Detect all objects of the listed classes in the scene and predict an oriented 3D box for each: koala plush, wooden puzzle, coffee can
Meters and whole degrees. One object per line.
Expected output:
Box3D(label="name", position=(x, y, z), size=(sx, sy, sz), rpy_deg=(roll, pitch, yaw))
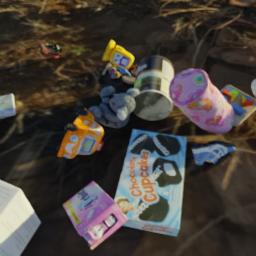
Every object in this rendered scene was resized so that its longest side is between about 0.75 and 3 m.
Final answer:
Box3D(label="koala plush", position=(-0.224, -0.573, 7.518), size=(1.131, 1.230, 1.091), rpy_deg=(38, 61, -18))
Box3D(label="wooden puzzle", position=(3.170, -0.763, 8.490), size=(1.307, 0.303, 1.211), rpy_deg=(-37, 59, -27))
Box3D(label="coffee can", position=(0.747, -1.181, 8.266), size=(1.165, 1.165, 1.592), rpy_deg=(5, 50, 4))

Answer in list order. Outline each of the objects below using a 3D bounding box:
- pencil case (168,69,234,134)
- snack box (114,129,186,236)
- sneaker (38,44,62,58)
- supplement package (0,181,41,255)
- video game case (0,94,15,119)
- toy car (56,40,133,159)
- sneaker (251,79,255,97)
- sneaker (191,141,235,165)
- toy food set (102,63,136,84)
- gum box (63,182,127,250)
Box3D(label="pencil case", position=(1.895, -0.589, 6.979), size=(1.021, 2.336, 1.021), rpy_deg=(-14, 65, 32))
Box3D(label="snack box", position=(0.574, 1.175, 6.707), size=(1.453, 0.464, 2.500), rpy_deg=(9, 48, 7))
Box3D(label="sneaker", position=(-2.662, -2.744, 9.715), size=(0.493, 1.008, 0.356), rpy_deg=(-24, 78, 22))
Box3D(label="supplement package", position=(-3.240, 2.398, 4.939), size=(1.697, 1.634, 2.983), rpy_deg=(18, 53, 14))
Box3D(label="video game case", position=(-3.915, -0.583, 8.303), size=(1.035, 0.125, 1.135), rpy_deg=(-17, 39, -14))
Box3D(label="toy car", position=(-0.681, -0.552, 6.773), size=(0.982, 2.951, 1.447), rpy_deg=(27, 14, -3))
Box3D(label="sneaker", position=(4.414, -0.876, 7.919), size=(0.751, 0.856, 2.135), rpy_deg=(-40, 53, 1))
Box3D(label="sneaker", position=(2.213, 0.629, 7.269), size=(1.325, 0.510, 0.502), rpy_deg=(-6, 6, -21))
Box3D(label="toy food set", position=(-0.122, -1.941, 9.530), size=(1.438, 0.226, 0.914), rpy_deg=(15, 51, 12))
Box3D(label="gum box", position=(-0.696, 1.696, 5.595), size=(0.830, 0.484, 1.463), rpy_deg=(-37, 19, -16))
